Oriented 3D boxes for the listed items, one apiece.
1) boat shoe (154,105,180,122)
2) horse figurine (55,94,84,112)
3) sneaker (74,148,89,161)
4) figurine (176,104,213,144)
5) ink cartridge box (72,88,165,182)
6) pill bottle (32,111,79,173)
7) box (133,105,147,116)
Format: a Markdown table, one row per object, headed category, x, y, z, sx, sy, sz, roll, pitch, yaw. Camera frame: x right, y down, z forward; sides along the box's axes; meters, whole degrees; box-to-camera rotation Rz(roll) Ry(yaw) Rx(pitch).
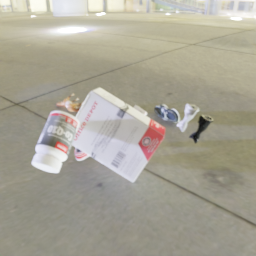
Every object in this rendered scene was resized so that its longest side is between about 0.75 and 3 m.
| category | x | y | z | sx | sy | sz | roll | pitch | yaw |
| --- | --- | --- | --- | --- | --- | --- | --- | --- | --- |
| boat shoe | 1.897 | -0.674 | 13.874 | 0.544 | 0.682 | 1.804 | -11 | 20 | -20 |
| horse figurine | -2.999 | -1.255 | 14.993 | 1.154 | 0.435 | 1.741 | -34 | 49 | -27 |
| sneaker | -1.523 | 0.762 | 10.730 | 1.176 | 0.661 | 0.419 | -33 | 61 | -18 |
| figurine | 2.485 | -0.156 | 10.774 | 0.504 | 1.142 | 1.170 | -9 | 44 | -46 |
| ink cartridge box | -0.397 | 0.185 | 9.121 | 2.628 | 1.929 | 1.089 | 32 | 18 | -1 |
| pill bottle | -2.059 | 0.407 | 7.972 | 0.909 | 0.909 | 1.595 | 9 | 65 | 15 |
| box | -0.193 | 0.274 | 10.307 | 0.499 | 2.406 | 0.466 | 35 | 4 | 11 |
